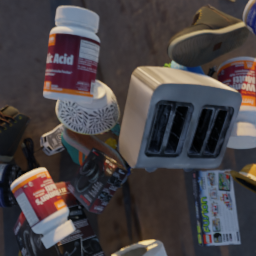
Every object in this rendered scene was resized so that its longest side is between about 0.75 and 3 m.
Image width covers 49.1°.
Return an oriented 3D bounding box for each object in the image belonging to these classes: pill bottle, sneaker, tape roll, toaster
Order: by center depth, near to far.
[{"bbox_3d":[-1.621,1.534,5.413,0.748,0.748,1.365,-32,80,-4],"label":"pill bottle"},{"bbox_3d":[-1.161,-1.478,5.901,1.048,1.048,1.835,8,95,1],"label":"pill bottle"},{"bbox_3d":[3.708,-2.422,6.623,1.095,1.095,1.892,-23,51,-3],"label":"pill bottle"},{"bbox_3d":[1.161,-0.244,6.671,2.319,1.522,2.564,4,112,-21],"label":"toaster"},{"bbox_3d":[-3.581,0.001,7.113,1.042,2.787,1.481,28,86,7],"label":"sneaker"},{"bbox_3d":[0.207,3.558,7.253,1.704,1.704,0.596,-20,83,-2],"label":"tape roll"},{"bbox_3d":[-0.943,0.790,7.544,2.119,0.846,0.756,42,52,5],"label":"sneaker"},{"bbox_3d":[-3.613,1.585,7.684,2.104,1.177,1.177,1,83,-8],"label":"pill bottle"},{"bbox_3d":[3.111,-0.674,7.756,1.265,1.265,2.310,7,69,1],"label":"pill bottle"},{"bbox_3d":[1.918,-2.601,7.821,2.760,1.032,1.466,-20,52,-27],"label":"sneaker"}]

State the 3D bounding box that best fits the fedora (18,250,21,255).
[{"bbox_3d":[-2.614,3.535,7.918,0.890,0.363,0.890,1,82,-6],"label":"fedora"}]

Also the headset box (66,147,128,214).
[{"bbox_3d":[-0.763,1.266,6.522,0.969,0.503,1.303,33,87,41],"label":"headset box"}]

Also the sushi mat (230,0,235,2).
[{"bbox_3d":[3.401,-4.690,9.049,0.602,0.076,1.257,27,84,3],"label":"sushi mat"}]

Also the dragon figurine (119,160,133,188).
[{"bbox_3d":[-0.297,1.319,7.839,0.538,0.909,1.829,43,78,14],"label":"dragon figurine"}]

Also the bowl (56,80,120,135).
[{"bbox_3d":[-0.981,-0.713,7.114,1.675,0.786,1.675,7,49,-8],"label":"bowl"}]

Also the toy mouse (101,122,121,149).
[{"bbox_3d":[-0.529,0.031,7.641,0.232,1.199,1.066,-4,106,-36],"label":"toy mouse"}]

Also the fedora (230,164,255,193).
[{"bbox_3d":[2.743,1.088,5.977,1.095,1.095,0.447,34,81,4],"label":"fedora"}]

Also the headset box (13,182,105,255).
[{"bbox_3d":[-1.775,2.784,6.801,1.983,1.029,2.665,-55,53,32],"label":"headset box"}]

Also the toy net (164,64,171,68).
[{"bbox_3d":[0.867,-0.694,7.919,2.425,0.468,1.272,-50,125,-22],"label":"toy net"}]

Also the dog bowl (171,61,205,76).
[{"bbox_3d":[1.903,-1.280,8.035,0.981,0.436,1.760,-27,90,-45],"label":"dog bowl"}]

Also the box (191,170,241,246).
[{"bbox_3d":[2.108,1.902,6.784,0.951,0.300,1.727,0,76,-6],"label":"box"}]

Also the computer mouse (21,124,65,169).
[{"bbox_3d":[-2.211,0.465,8.285,1.866,0.409,1.023,-27,79,3],"label":"computer mouse"}]
